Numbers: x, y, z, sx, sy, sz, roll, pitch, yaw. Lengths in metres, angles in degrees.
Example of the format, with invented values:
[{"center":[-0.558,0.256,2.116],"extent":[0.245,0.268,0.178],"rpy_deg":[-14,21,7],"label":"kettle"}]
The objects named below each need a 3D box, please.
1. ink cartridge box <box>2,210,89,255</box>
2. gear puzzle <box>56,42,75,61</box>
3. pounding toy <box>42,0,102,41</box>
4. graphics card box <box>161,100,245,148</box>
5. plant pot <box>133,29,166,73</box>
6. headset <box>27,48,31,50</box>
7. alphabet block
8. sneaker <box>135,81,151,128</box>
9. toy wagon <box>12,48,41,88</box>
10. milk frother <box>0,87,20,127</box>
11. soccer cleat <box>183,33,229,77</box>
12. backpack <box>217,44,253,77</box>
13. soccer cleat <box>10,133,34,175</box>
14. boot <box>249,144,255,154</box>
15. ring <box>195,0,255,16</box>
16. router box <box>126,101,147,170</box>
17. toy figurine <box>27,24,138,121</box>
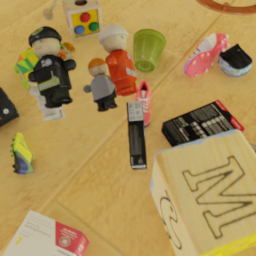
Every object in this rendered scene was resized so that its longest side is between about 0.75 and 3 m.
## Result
[{"center":[-2.255,3.522,6.966],"extent":[1.673,0.961,2.305],"rpy_deg":[18,57,12],"label":"ink cartridge box"},{"center":[-2.780,-3.250,11.435],"extent":[1.191,0.301,2.300],"rpy_deg":[43,28,2],"label":"gear puzzle"},{"center":[-2.412,-4.906,12.138],"extent":[2.379,2.090,1.089],"rpy_deg":[-18,57,-12],"label":"pounding toy"},{"center":[2.513,0.077,9.587],"extent":[2.383,0.606,1.495],"rpy_deg":[-22,59,-16],"label":"graphics card box"},{"center":[0.763,-3.042,11.422],"extent":[1.392,1.392,1.341],"rpy_deg":[9,67,6],"label":"plant pot"},{"center":[-3.809,-3.092,11.971],"extent":[0.838,0.637,1.356],"rpy_deg":[-25,44,-20],"label":"headset"},{"center":[2.147,1.895,7.249],"extent":[2.440,2.427,2.484],"rpy_deg":[-16,56,-9],"label":"alphabet block"},{"center":[0.474,-0.909,10.130],"extent":[0.716,0.843,1.943],"rpy_deg":[2,56,2],"label":"sneaker"},{"center":[-3.407,-2.251,11.090],"extent":[1.773,0.452,2.285],"rpy_deg":[-33,70,-14],"label":"toy wagon"},{"center":[-5.577,-0.737,9.554],"extent":[2.462,2.363,2.618],"rpy_deg":[-38,29,-24],"label":"milk frother"},{"center":[3.097,-3.064,11.710],"extent":[2.864,0.955,1.095],"rpy_deg":[-43,40,-22],"label":"soccer cleat"},{"center":[4.332,-2.598,11.265],"extent":[1.071,0.860,1.171],"rpy_deg":[-29,58,-7],"label":"backpack"},{"center":[-3.457,0.852,9.211],"extent":[0.684,0.528,1.635],"rpy_deg":[7,43,-34],"label":"soccer cleat"},{"center":[3.635,1.497,8.430],"extent":[2.602,0.952,1.960],"rpy_deg":[8,55,-2],"label":"boot"},{"center":[2.717,-3.485,7.236],"extent":[2.092,0.201,2.092],"rpy_deg":[1,49,-1],"label":"ring"},{"center":[0.175,0.187,5.347],"extent":[0.307,0.924,1.175],"rpy_deg":[-4,76,4],"label":"router box"},{"center":[-1.214,-1.348,7.048],"extent":[2.536,2.497,1.765],"rpy_deg":[-13,85,-20],"label":"toy figurine"}]
